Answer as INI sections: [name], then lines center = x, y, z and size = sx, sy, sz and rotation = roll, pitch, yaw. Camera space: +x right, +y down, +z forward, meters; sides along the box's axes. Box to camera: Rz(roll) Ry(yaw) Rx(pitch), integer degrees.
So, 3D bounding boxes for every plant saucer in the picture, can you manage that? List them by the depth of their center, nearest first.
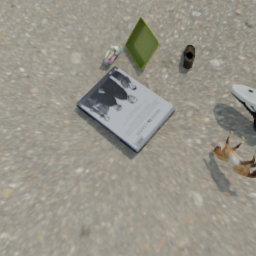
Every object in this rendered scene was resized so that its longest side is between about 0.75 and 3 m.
[plant saucer]
center = 0.528, -2.790, 9.342
size = 0.299, 1.249, 1.248
rotation = -12, 63, -37

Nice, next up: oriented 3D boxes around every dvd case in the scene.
[dvd case]
center = -0.078, -0.642, 8.789
size = 2.513, 0.311, 1.889
rotation = 38, 72, 16

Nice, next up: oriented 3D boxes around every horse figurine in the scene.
[horse figurine]
center = 3.017, 0.820, 7.602
size = 0.389, 1.034, 1.560
rotation = -12, 48, -38

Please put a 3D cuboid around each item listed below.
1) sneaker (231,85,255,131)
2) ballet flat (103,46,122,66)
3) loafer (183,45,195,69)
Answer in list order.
[sneaker]
center = 3.798, -0.466, 8.428
size = 1.833, 1.025, 0.670
rotation = 37, 53, 24
[ballet flat]
center = -0.535, -2.546, 9.545
size = 0.333, 0.343, 0.964
rotation = 10, 59, 44
[loafer]
center = 2.117, -2.492, 9.546
size = 0.387, 0.379, 1.061
rotation = 8, 58, 4
